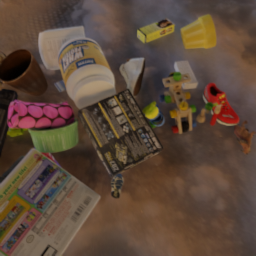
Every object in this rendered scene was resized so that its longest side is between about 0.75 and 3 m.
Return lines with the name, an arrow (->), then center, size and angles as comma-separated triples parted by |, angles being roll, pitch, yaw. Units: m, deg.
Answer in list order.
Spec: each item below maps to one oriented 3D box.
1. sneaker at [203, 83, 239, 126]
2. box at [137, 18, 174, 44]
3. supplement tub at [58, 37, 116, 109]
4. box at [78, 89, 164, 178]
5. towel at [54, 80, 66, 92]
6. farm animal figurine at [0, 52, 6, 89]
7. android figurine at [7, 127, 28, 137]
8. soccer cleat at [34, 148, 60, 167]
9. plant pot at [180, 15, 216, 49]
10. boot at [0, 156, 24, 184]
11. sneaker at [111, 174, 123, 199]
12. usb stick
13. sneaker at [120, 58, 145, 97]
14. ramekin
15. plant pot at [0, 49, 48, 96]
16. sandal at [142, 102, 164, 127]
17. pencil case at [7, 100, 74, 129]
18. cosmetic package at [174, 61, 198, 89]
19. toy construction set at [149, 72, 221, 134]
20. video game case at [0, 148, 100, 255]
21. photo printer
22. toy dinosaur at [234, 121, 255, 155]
sneaker -> 3.656, -0.964, 11.127 | 0.802, 0.885, 2.083 | -21, 56, -15
box -> 1.423, -4.995, 14.369 | 1.889, 0.473, 0.711 | -29, 58, -19
supplement tub -> -1.671, -2.160, 11.348 | 1.934, 1.934, 2.674 | -16, 54, -12
box -> -0.283, 0.136, 9.990 | 2.111, 0.643, 2.619 | -26, 78, -20
towel -> -2.753, -1.906, 12.320 | 0.853, 0.102, 0.626 | -27, 56, -21
farm animal figurine -> -5.922, -2.019, 11.702 | 2.288, 1.151, 1.848 | -23, 67, 26
android figurine -> -4.336, -0.254, 10.825 | 1.473, 0.303, 1.341 | -12, 59, 4
soccer cleat -> -2.781, 1.176, 9.675 | 0.622, 0.667, 1.823 | -34, 59, -25
plant pot -> 3.325, -4.466, 13.448 | 1.426, 1.515, 1.515 | -15, 53, 9
boot -> -3.858, 1.456, 9.249 | 0.468, 1.173, 1.290 | 49, 63, -3
sneaker -> -0.359, 1.802, 9.052 | 0.390, 1.013, 0.431 | 14, 36, 1
usb stick -> -4.662, -0.101, 10.136 | 0.744, 0.437, 2.682 | 11, 80, 6
sneaker -> 0.076, -2.177, 12.114 | 1.038, 0.893, 2.452 | 5, 43, 10
ramekin -> -2.557, 0.246, 9.844 | 1.691, 0.826, 1.691 | -6, 16, 2
plant pot -> -4.056, -2.027, 11.335 | 1.558, 1.667, 1.558 | -9, 61, 16
sandal -> 0.967, -0.494, 10.467 | 0.647, 0.709, 1.628 | -37, 15, 14
pencil case -> -2.944, -0.465, 9.516 | 2.129, 0.966, 0.997 | 0, 88, -44
cosmetic package -> 2.551, -2.370, 12.486 | 0.606, 0.372, 1.468 | -8, 54, -6
toy construction set -> 2.213, -1.024, 10.523 | 2.522, 1.938, 2.104 | 10, 54, 7
video game case -> -2.713, 2.485, 8.292 | 2.665, 0.323, 2.927 | 36, 64, 0
photo printer -> -2.906, -3.555, 12.593 | 2.086, 1.736, 0.725 | -11, 15, -9
toy dinosaur -> 4.267, 0.262, 10.466 | 0.888, 0.563, 1.311 | -27, 52, -11
